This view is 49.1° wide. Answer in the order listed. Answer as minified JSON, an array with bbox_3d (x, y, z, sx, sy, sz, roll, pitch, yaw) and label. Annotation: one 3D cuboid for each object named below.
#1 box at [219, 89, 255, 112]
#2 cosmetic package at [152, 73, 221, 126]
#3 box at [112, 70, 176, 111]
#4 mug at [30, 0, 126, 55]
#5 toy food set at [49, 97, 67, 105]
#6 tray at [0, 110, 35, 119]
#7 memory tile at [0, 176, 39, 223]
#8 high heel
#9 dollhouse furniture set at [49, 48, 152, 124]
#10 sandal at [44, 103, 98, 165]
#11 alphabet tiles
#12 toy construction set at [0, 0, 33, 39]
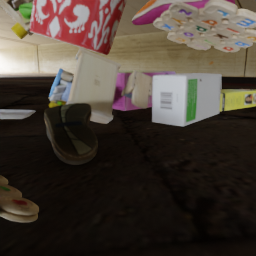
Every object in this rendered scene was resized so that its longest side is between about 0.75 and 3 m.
[{"bbox_3d":[4.050,-1.127,10.816,2.702,0.677,1.017,-10,15,-36],"label":"box"},{"bbox_3d":[1.816,-0.943,8.402,1.077,1.366,2.538,9,17,38],"label":"cosmetic package"},{"bbox_3d":[0.086,-1.636,11.492,2.831,1.369,2.491,-12,18,-42],"label":"box"},{"bbox_3d":[-0.284,-1.577,2.871,1.023,1.533,1.360,25,14,33],"label":"mug"},{"bbox_3d":[-2.406,-0.992,11.167,1.277,0.371,1.850,7,7,-2],"label":"toy food set"},{"bbox_3d":[-3.799,-0.415,8.740,1.576,0.175,0.846,1,12,4],"label":"tray"},{"bbox_3d":[-1.856,0.566,2.741,1.722,0.145,1.320,21,-3,-44],"label":"memory tile"},{"bbox_3d":[1.477,-3.233,7.994,2.908,1.395,0.979,-15,39,38],"label":"high heel"},{"bbox_3d":[-1.095,-0.644,8.848,2.634,1.821,2.790,18,-27,-22],"label":"dollhouse furniture set"},{"bbox_3d":[-1.095,0.104,5.522,0.992,0.663,2.428,-6,28,-18],"label":"sandal"},{"bbox_3d":[1.652,-2.051,5.806,2.062,0.154,2.109,14,-2,-14],"label":"alphabet tiles"},{"bbox_3d":[-2.577,-2.853,6.246,2.259,2.452,2.940,-39,28,-10],"label":"toy construction set"}]
